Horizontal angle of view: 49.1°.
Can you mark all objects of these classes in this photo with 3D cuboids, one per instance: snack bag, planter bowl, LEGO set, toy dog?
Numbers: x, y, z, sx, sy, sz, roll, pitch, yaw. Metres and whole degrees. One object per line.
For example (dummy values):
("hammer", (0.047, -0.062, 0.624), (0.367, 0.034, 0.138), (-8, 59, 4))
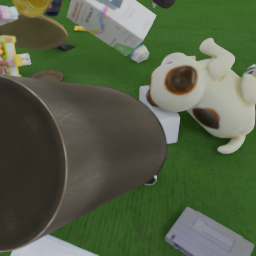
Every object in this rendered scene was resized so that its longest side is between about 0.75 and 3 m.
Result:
("snack bag", (-0.755, 1.623, 2.774), (1.058, 1.122, 0.120), (25, 5, -3))
("planter bowl", (-1.688, -2.698, 5.256), (1.180, 1.180, 0.492), (22, 29, 26))
("LEGO set", (-1.830, -0.659, 4.177), (0.958, 2.083, 0.775), (-10, 11, 41))
("toy dog", (1.835, -0.868, 7.214), (2.804, 2.718, 1.956), (17, -9, -21))

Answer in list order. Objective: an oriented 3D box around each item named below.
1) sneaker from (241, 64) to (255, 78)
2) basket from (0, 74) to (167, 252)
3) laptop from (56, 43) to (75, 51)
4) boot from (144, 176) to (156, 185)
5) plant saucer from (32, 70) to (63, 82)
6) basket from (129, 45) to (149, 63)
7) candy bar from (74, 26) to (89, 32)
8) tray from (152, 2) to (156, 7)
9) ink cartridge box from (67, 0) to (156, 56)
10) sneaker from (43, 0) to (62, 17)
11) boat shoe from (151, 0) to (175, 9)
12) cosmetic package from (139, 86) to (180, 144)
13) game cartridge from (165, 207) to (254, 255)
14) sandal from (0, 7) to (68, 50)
("sneaker", (4.647, -1.270, 8.838), (1.668, 1.023, 2.563), (-27, 45, -29))
("basket", (-0.614, 0.169, 2.544), (1.713, 1.292, 1.900), (15, 6, 14))
("laptop", (-3.009, -3.792, 12.509), (0.829, 0.483, 0.936), (28, 46, 31))
("boot", (0.068, 0.888, 6.573), (1.163, 0.421, 0.839), (7, 37, -4))
("plant saucer", (-2.932, -1.793, 10.203), (1.109, 0.163, 1.109), (0, 37, 0))
("basket", (0.357, -3.129, 11.469), (0.782, 0.617, 0.887), (-31, 78, -34))
("candy bar", (-1.686, -5.138, 14.447), (2.135, 0.237, 0.532), (0, 38, 2))
("tray", (1.264, -5.157, 9.411), (0.227, 2.044, 1.097), (9, 68, -21))
("ink cartridge box", (-0.754, -3.267, 7.813), (2.658, 1.557, 0.895), (30, 79, -14))
("sneaker", (-2.281, -3.821, 7.581), (1.000, 1.127, 2.668), (0, 3, 1))
("boat shoe", (0.779, -4.110, 7.630), (0.757, 2.032, 0.745), (-45, 42, 1))
("cosmetic package", (0.822, -0.412, 7.843), (0.614, 0.874, 1.724), (-8, 39, -11))
("game cartridge", (1.485, 2.105, 5.147), (1.366, 0.262, 0.885), (26, 41, 29))
("sandal", (-2.620, -2.394, 6.350), (2.860, 1.049, 0.941), (-2, 63, 20))
